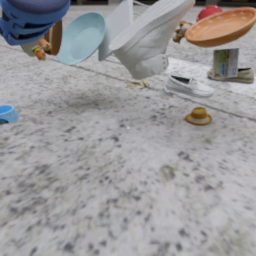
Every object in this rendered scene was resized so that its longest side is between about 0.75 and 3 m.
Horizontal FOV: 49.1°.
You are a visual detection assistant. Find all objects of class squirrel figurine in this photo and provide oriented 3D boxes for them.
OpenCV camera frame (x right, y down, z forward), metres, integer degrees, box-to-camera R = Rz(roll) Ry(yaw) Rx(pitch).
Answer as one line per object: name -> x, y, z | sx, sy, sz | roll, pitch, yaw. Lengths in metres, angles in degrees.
squirrel figurine -> 2.027, -3.502, 10.367 | 0.610, 0.804, 0.862 | 48, 51, 9

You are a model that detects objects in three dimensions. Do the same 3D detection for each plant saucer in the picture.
plant saucer -> -1.721, -3.291, 10.620 | 2.352, 0.453, 2.352 | -13, 62, 25
plant saucer -> 2.764, -2.957, 8.381 | 2.112, 0.395, 2.112 | -19, 31, 12

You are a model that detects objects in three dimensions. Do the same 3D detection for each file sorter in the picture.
file sorter -> -0.039, -3.459, 10.512 | 1.366, 1.522, 2.193 | 6, -13, -35

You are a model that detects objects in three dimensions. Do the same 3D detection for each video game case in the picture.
video game case -> 2.852, -1.887, 8.218 | 0.766, 0.842, 0.096 | -7, 22, -6

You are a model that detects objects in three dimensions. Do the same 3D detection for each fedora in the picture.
fedora -> 2.650, -0.502, 10.458 | 1.045, 0.426, 1.045 | 0, 29, 0

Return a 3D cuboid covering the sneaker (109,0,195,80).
sneaker -> 1.004, -2.720, 8.586 | 2.889, 1.670, 1.064 | -36, 37, 7

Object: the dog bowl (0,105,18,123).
dog bowl -> -4.920, -0.393, 10.272 | 0.952, 0.423, 1.708 | 25, 38, 36

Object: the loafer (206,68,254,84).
loafer -> 5.170, -2.804, 14.120 | 2.335, 0.797, 0.884 | 10, 31, 17

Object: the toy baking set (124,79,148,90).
toy baking set -> 0.365, -2.208, 13.714 | 1.111, 0.168, 1.447 | -4, 30, -6

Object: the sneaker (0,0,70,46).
sneaker -> -1.815, -2.103, 5.101 | 1.109, 1.234, 2.999 | -21, 34, -26

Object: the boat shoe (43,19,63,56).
boat shoe -> -2.706, -3.708, 9.522 | 0.855, 2.430, 0.855 | 8, 9, 9

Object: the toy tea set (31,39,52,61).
toy tea set -> -2.476, -2.239, 8.205 | 0.596, 0.371, 1.002 | -36, 9, -2

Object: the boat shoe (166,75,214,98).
boat shoe -> 1.707, -1.157, 7.652 | 1.325, 0.433, 0.487 | 9, 45, 2

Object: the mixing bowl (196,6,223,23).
mixing bowl -> 3.347, -4.181, 11.098 | 1.196, 1.196, 0.648 | 1, 27, 1

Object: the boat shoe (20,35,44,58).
boat shoe -> -3.204, -3.139, 8.592 | 0.822, 2.288, 0.774 | -39, 68, -18
